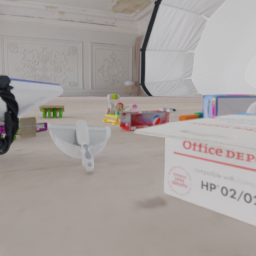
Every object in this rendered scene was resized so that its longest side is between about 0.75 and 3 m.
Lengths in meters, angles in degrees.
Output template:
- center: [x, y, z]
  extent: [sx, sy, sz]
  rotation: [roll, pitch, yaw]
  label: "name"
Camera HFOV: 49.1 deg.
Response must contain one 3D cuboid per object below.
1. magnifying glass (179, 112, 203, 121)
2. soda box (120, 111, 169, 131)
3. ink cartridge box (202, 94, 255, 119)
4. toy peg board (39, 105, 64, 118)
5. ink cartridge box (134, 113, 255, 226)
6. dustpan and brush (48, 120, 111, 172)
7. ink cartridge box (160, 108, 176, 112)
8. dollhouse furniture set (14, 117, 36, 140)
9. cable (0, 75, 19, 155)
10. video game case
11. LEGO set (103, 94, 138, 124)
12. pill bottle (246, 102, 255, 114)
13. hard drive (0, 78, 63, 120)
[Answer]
- center: [2.718, -0.448, 10.847]
  extent: [0.959, 0.270, 2.408]
  rotation: [7, 11, 41]
  label: "magnifying glass"
- center: [0.505, -0.237, 8.405]
  extent: [1.539, 0.488, 0.539]
  rotation: [-5, 10, -37]
  label: "soda box"
- center: [3.622, -0.651, 9.668]
  extent: [1.821, 1.019, 2.669]
  rotation: [1, 6, 5]
  label: "ink cartridge box"
- center: [-3.158, -0.606, 11.663]
  extent: [0.985, 0.482, 0.981]
  rotation: [-1, -8, -14]
  label: "toy peg board"
- center: [1.347, 0.341, 3.002]
  extent: [2.407, 0.817, 1.386]
  rotation: [-7, 11, -42]
  label: "ink cartridge box"
- center: [-0.739, 0.263, 4.621]
  extent: [1.120, 0.459, 1.605]
  rotation: [3, 37, -18]
  label: "dustpan and brush"
- center: [2.020, -0.938, 14.679]
  extent: [0.455, 0.179, 0.914]
  rotation: [-6, 9, -35]
  label: "ink cartridge box"
- center: [-2.683, 0.017, 6.556]
  extent: [0.390, 0.505, 1.010]
  rotation: [8, 12, 43]
  label: "dollhouse furniture set"
- center: [-2.061, -0.163, 4.384]
  extent: [0.367, 1.177, 1.443]
  rotation: [0, 23, -7]
  label: "cable"
- center: [-3.241, -0.029, 7.613]
  extent: [1.522, 0.272, 1.379]
  rotation: [3, 6, 23]
  label: "video game case"
- center: [-0.326, -0.724, 10.121]
  extent: [1.214, 0.982, 2.639]
  rotation: [1, 8, 5]
  label: "LEGO set"
- center: [2.691, 0.115, 4.085]
  extent: [0.976, 0.976, 1.739]
  rotation: [-7, 11, -42]
  label: "pill bottle"
- center: [-3.021, -0.661, 7.147]
  extent: [1.816, 0.349, 2.753]
  rotation: [-26, 0, 13]
  label: "hard drive"
